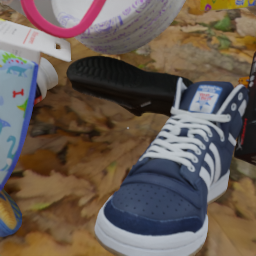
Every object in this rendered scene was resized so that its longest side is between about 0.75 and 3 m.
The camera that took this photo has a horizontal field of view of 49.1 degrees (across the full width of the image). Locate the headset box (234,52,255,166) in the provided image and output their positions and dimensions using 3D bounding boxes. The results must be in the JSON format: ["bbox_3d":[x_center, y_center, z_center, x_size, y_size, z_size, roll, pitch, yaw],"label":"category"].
[{"bbox_3d":[2.718,-0.555,3.484,1.016,2.709,2.013,21,74,-10],"label":"headset box"}]

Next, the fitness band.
[{"bbox_3d":[-0.840,-1.993,3.944,1.499,1.077,0.281,-62,28,-7],"label":"fitness band"}]

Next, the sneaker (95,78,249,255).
[{"bbox_3d":[0.619,0.183,3.013,0.955,1.479,2.726,14,12,27],"label":"sneaker"}]

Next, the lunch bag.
[{"bbox_3d":[-1.877,-0.058,2.871,1.070,1.680,1.428,9,0,37],"label":"lunch bag"}]

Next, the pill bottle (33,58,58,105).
[{"bbox_3d":[-2.942,-1.028,7.428,1.154,1.154,2.072,34,57,26],"label":"pill bottle"}]

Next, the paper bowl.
[{"bbox_3d":[-0.085,-2.705,5.504,2.641,1.374,2.641,-8,73,28],"label":"paper bowl"}]

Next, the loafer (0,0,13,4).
[{"bbox_3d":[-2.023,-3.048,4.794,0.702,0.614,1.953,9,71,-10],"label":"loafer"}]

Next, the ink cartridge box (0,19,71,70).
[{"bbox_3d":[-2.428,-1.455,5.253,2.556,0.863,1.489,12,28,-18],"label":"ink cartridge box"}]

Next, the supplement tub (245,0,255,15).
[{"bbox_3d":[2.819,-2.568,5.344,1.518,1.001,1.001,13,40,-34],"label":"supplement tub"}]

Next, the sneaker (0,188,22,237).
[{"bbox_3d":[-3.162,1.404,5.510,2.717,1.023,1.197,30,61,35],"label":"sneaker"}]

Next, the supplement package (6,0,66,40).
[{"bbox_3d":[-1.827,-4.207,7.264,2.170,2.787,1.545,30,46,-15],"label":"supplement package"}]

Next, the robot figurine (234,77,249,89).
[{"bbox_3d":[2.769,-0.833,5.747,1.034,0.749,0.301,3,77,11],"label":"robot figurine"}]

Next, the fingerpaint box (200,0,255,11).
[{"bbox_3d":[1.156,-1.725,3.098,0.334,0.759,0.910,14,29,36],"label":"fingerpaint box"}]

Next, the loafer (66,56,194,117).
[{"bbox_3d":[0.069,-0.618,5.337,2.535,0.904,0.925,13,41,-9],"label":"loafer"}]
